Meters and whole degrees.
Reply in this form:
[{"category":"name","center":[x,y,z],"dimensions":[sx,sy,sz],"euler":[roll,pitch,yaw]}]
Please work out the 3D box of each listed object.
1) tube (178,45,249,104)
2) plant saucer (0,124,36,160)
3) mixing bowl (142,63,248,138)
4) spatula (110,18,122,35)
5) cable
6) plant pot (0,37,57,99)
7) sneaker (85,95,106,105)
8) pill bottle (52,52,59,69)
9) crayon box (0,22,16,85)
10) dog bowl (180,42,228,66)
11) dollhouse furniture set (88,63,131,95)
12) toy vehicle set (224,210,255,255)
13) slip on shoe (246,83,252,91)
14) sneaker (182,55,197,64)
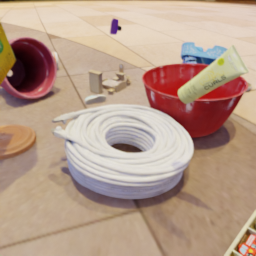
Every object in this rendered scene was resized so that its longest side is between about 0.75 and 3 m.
[{"category":"tube","center":[1.285,-0.776,4.429],"dimensions":[0.346,1.194,0.310],"euler":[33,52,-20]},{"category":"plant saucer","center":[-3.507,0.325,8.002],"dimensions":[1.657,0.267,1.657],"euler":[0,29,0]},{"category":"mixing bowl","center":[1.869,-0.742,8.486],"dimensions":[2.985,1.617,2.985],"euler":[1,30,0]},{"category":"spatula","center":[-0.447,-3.973,11.080],"dimensions":[0.210,0.578,2.047],"euler":[10,19,2]},{"category":"cable","center":[-0.018,0.460,6.794],"dimensions":[2.997,1.038,2.997],"euler":[-20,42,-37]},{"category":"plant pot","center":[-4.208,-2.228,10.758],"dimensions":[1.986,2.219,2.219],"euler":[6,27,42]},{"category":"sneaker","center":[-1.223,-1.109,10.432],"dimensions":[0.808,0.299,0.331],"euler":[-11,36,-19]},{"category":"pill bottle","center":[-4.111,-3.184,13.504],"dimensions":[1.394,0.796,0.796],"euler":[-9,31,-16]},{"category":"crayon box","center":[-3.331,-1.589,5.669],"dimensions":[0.834,2.863,1.700],"euler":[24,71,-2]},{"category":"dog bowl","center":[3.698,-3.444,13.542],"dimensions":[2.543,0.630,1.417],"euler":[18,-6,26]},{"category":"dollhouse furniture set","center":[-0.611,-2.090,11.580],"dimensions":[0.991,0.846,1.911],"euler":[20,35,30]},{"category":"toy vehicle set","center":[2.396,2.254,4.670],"dimensions":[1.255,0.268,2.019],"euler":[25,38,36]},{"category":"slip on shoe","center":[4.125,-1.992,11.646],"dimensions":[1.976,0.599,0.751],"euler":[19,35,29]},{"category":"sneaker","center":[2.969,-3.052,13.366],"dimensions":[0.649,0.721,1.754],"euler":[-1,32,-6]}]
